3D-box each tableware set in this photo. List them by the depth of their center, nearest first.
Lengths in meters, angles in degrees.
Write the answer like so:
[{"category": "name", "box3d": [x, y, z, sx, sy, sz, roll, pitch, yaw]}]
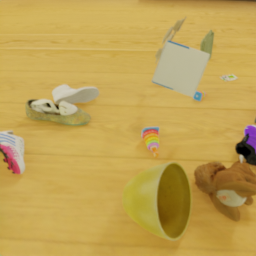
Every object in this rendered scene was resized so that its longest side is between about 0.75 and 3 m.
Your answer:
[{"category": "tableware set", "box3d": [1.884, -4.116, 13.054, 0.270, 2.331, 1.947, 29, 80, -10]}]

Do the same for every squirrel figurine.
[{"category": "squirrel figurine", "box3d": [3.070, 1.522, 8.703, 2.020, 1.429, 1.885, 22, 35, 23]}]

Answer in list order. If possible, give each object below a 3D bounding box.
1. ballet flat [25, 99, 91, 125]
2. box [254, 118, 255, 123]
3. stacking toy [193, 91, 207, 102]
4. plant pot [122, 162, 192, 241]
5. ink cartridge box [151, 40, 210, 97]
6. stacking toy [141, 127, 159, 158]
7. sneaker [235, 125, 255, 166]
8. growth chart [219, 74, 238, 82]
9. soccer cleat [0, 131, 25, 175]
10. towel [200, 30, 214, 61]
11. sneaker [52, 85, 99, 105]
[{"category": "ballet flat", "box3d": [-3.076, -0.749, 12.044, 2.919, 1.032, 1.032, 7, 37, 9]}, {"category": "box", "box3d": [6.645, -0.439, 12.053, 1.924, 0.442, 1.529, 22, 42, 27]}, {"category": "stacking toy", "box3d": [3.616, -1.614, 13.748, 0.813, 0.446, 0.472, -15, 35, -38]}, {"category": "plant pot", "box3d": [0.697, 1.991, 7.819, 1.430, 2.014, 2.014, -8, 28, 36]}, {"category": "ink cartridge box", "box3d": [1.484, -1.604, 7.900, 1.191, 1.170, 1.617, 21, 10, 8]}, {"category": "stacking toy", "box3d": [0.934, 0.609, 10.617, 0.678, 0.717, 1.236, -5, 51, -8]}, {"category": "sneaker", "box3d": [4.485, 0.591, 10.429, 1.044, 0.730, 2.100, 1, 37, 3]}, {"category": "growth chart", "box3d": [5.568, -2.776, 15.519, 0.967, 0.086, 0.700, -15, 38, -20]}, {"category": "soccer cleat", "box3d": [-4.127, 0.753, 10.143, 1.019, 0.825, 2.361, -23, 43, -36]}, {"category": "towel", "box3d": [2.915, -2.937, 10.482, 0.224, 1.228, 0.911, 23, 52, 29]}, {"category": "sneaker", "box3d": [-2.589, -1.760, 13.549, 2.166, 0.798, 1.252, -16, 42, -18]}]
